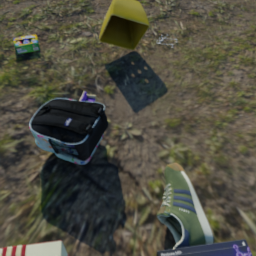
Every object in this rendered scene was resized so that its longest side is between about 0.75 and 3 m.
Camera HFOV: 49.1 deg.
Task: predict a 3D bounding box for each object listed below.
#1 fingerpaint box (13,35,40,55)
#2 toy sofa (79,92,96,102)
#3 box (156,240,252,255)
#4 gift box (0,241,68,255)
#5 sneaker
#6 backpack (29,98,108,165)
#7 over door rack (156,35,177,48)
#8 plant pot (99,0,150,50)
[{"bbox_3d":[-4.860,-4.008,13.407,1.106,0.406,0.923,-14,47,-13],"label":"fingerpaint box"},{"bbox_3d":[-1.531,-0.833,10.199,0.436,0.514,1.053,9,45,9],"label":"toy sofa"},{"bbox_3d":[1.711,3.312,5.920,2.032,0.801,1.434,-6,43,-5],"label":"box"},{"bbox_3d":[-1.782,3.382,5.010,2.148,1.982,2.006,-9,44,0],"label":"gift box"},{"bbox_3d":[1.190,1.975,7.096,1.057,0.789,2.354,-10,53,-16],"label":"sneaker"},{"bbox_3d":[-1.816,0.027,8.568,2.109,1.588,1.872,15,49,14],"label":"backpack"},{"bbox_3d":[1.920,-4.314,13.795,0.874,0.291,0.646,21,50,19],"label":"over door rack"},{"bbox_3d":[-0.214,-4.847,12.621,1.777,1.777,1.567,8,66,-21],"label":"plant pot"}]
